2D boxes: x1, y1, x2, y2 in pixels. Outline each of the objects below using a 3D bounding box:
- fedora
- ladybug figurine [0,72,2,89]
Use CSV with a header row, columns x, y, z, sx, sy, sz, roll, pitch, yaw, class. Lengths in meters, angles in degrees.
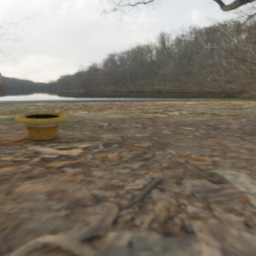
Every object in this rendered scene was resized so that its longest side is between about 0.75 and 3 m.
x,y,z,sx,sy,sz,roll,pitch,yaw,class
-2.754,-0.040,9.051,1.807,0.737,1.807,0,10,0,fedora
-4.385,-1.250,8.583,0.990,1.458,0.525,42,6,6,ladybug figurine
